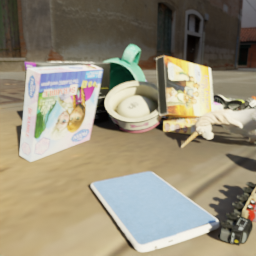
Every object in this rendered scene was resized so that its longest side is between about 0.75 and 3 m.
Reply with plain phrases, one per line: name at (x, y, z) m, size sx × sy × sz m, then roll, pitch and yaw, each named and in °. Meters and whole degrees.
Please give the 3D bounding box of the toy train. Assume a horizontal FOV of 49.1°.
toy train at (1.863, 1.266, 4.357) m, size 0.413 × 0.308 × 1.805 m, roll 14°, pitch 20°, yaw 32°

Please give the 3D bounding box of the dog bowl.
dog bowl at (0.272, -0.674, 9.449) m, size 2.060 × 0.759 × 2.060 m, roll -4°, pitch 46°, yaw 4°

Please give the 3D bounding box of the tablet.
tablet at (0.306, 1.259, 4.703) m, size 1.370 × 0.144 × 2.106 m, roll -7°, pitch 15°, yaw -24°

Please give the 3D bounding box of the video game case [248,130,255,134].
video game case at (5.110, 0.024, 9.150) m, size 2.539 × 0.279 × 2.315 m, roll 1°, pitch 15°, yaw 1°

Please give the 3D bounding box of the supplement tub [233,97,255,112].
supplement tub at (3.962, -0.612, 9.310) m, size 0.521 × 0.850 × 0.521 m, roll 43°, pitch 13°, yaw -13°

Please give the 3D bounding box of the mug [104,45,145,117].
mug at (-0.218, -1.853, 11.683) m, size 2.770 × 2.276 × 1.713 m, roll -26°, pitch 9°, yaw 24°

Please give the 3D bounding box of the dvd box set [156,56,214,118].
dvd box set at (1.964, -1.257, 9.328) m, size 2.520 × 1.843 × 0.370 m, roll 2°, pitch -6°, yaw -41°

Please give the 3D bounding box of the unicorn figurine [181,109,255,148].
unicorn figurine at (3.080, -0.067, 7.424) m, size 1.928 × 1.036 × 2.806 m, roll 21°, pitch -31°, yaw -34°

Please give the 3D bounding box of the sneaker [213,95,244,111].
sneaker at (4.505, -0.948, 12.329) m, size 0.857 × 0.783 × 2.119 m, roll 5°, pitch 15°, yaw -30°

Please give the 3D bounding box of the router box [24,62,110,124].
router box at (-1.942, -1.141, 9.677) m, size 0.763 × 2.228 × 2.988 m, roll 16°, pitch 20°, yaw 41°

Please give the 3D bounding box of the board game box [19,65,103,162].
board game box at (-1.664, -0.462, 7.213) m, size 0.455 × 2.205 × 2.210 m, roll 26°, pitch 26°, yaw 25°

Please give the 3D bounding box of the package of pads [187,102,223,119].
package of pads at (2.874, -0.810, 11.724) m, size 1.373 × 0.606 × 1.778 m, roll -5°, pitch 15°, yaw -17°

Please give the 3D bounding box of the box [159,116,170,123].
box at (1.154, -0.454, 11.109) m, size 0.858 × 0.237 × 1.257 m, roll 4°, pitch 15°, yaw 17°

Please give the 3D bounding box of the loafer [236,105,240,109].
loafer at (4.921, -0.517, 10.888) m, size 1.756 × 0.641 × 0.626 m, roll -5°, pitch 45°, yaw -23°

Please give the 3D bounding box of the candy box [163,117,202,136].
candy box at (1.922, -0.075, 9.365) m, size 1.336 × 0.369 × 0.771 m, roll 7°, pitch 17°, yaw 23°
